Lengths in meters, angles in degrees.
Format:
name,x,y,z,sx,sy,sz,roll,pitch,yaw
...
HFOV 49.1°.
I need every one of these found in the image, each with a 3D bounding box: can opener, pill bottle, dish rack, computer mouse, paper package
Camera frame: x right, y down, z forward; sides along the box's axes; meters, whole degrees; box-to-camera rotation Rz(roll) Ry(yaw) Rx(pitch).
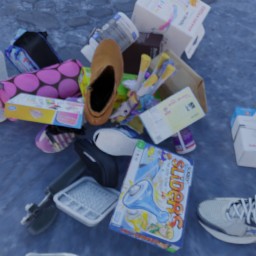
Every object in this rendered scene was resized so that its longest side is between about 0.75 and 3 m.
name,x,y,z,sx,sy,sz,roll,pitch,yaw
can opener,-1.825,1.693,7.192,0.733,0.581,2.206,43,56,-3
pill bottle,1.529,0.190,8.128,0.580,1.031,0.580,-21,8,3
pill bottle,-0.638,-2.897,9.515,1.844,1.049,1.049,-42,55,1
dish rack,-0.950,1.801,6.843,1.267,0.321,1.477,23,24,21
computer mouse,-1.158,0.574,7.396,1.645,0.539,2.343,10,37,-55
paper package,1.600,-1.277,8.984,0.938,1.729,1.814,-33,51,-1

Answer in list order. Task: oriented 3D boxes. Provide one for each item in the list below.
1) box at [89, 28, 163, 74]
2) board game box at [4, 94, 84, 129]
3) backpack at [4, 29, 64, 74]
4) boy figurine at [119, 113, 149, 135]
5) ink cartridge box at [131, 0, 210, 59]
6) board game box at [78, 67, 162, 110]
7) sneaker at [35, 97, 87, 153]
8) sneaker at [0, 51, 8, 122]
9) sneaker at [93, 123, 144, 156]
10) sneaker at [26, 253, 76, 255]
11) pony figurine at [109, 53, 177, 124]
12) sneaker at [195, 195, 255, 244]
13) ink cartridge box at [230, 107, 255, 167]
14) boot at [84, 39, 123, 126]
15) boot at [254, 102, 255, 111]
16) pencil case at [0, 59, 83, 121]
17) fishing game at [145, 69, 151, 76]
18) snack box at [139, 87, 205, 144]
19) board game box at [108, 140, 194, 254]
name,x,y,z,sx,sy,sz,roll,pitch,yaw
box,-0.070,-2.918,10.800,2.699,1.351,1.011,8,47,8
board game box,-2.152,-0.485,7.578,1.875,0.378,1.435,9,15,-8
backpack,-3.493,-2.551,10.162,2.107,1.924,1.418,26,68,39
boy figurine,0.343,-0.165,8.866,1.393,0.449,0.866,19,65,13
ink cartridge box,1.699,-4.156,11.000,2.770,1.734,1.780,31,70,0
board game box,-0.265,-1.232,9.184,2.489,0.593,1.264,3,44,-26
sneaker,-2.083,-0.201,8.668,1.061,0.966,2.401,16,45,23
sneaker,-4.567,-1.327,9.638,1.059,1.072,2.701,0,69,-30
sneaker,-0.346,0.234,7.945,1.679,0.676,1.229,16,18,-29
sneaker,-0.795,2.998,5.371,2.849,1.155,1.071,3,45,9
pony figurine,0.494,-1.095,8.136,1.802,2.164,2.089,46,35,14
sneaker,2.982,1.885,6.200,2.970,1.265,1.144,1,45,23
ink cartridge box,3.831,0.276,8.255,1.293,0.758,1.766,6,48,5
boot,-0.658,-1.401,7.405,1.031,2.088,2.689,16,83,-4
boot,4.675,0.236,6.862,2.872,1.037,2.169,27,27,-13
pencil case,-2.742,-1.378,9.216,2.933,1.331,1.374,-25,67,-33
fishing game,0.957,-2.107,10.318,0.706,0.986,0.153,-15,66,-15
snack box,1.146,-0.328,7.401,1.521,0.282,0.883,-30,92,-4
board game box,0.635,1.505,6.606,1.561,0.397,2.306,20,49,-1
